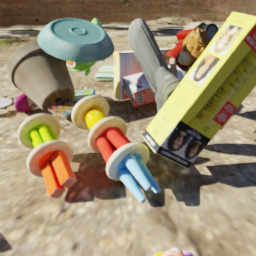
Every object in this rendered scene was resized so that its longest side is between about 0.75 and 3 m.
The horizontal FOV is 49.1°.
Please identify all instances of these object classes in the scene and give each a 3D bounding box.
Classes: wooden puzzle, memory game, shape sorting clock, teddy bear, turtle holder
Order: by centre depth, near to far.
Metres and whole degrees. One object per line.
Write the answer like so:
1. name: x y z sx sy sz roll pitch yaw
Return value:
1. teddy bear: 1.903 -1.127 6.967 0.844 2.527 1.832 -21 16 33
2. wooden puzzle: -1.902 -0.544 8.251 0.634 0.075 1.068 25 38 24
3. memory game: -4.826 -0.804 10.034 2.472 0.157 2.472 0 25 0
4. shape sorting clock: -1.761 -1.103 10.520 1.462 0.287 1.462 -2 29 1
5. turtle holder: -1.636 -3.102 10.667 1.960 1.392 1.489 -30 49 11

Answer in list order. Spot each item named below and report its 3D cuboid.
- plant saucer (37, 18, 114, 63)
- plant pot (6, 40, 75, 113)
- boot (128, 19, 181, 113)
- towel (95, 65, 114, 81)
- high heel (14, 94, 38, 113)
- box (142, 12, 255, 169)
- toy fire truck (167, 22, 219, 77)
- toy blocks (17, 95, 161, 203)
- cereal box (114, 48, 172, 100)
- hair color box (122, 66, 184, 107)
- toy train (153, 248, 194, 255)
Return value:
1. plant saucer: -1.521 -2.740 8.409 2.313 0.416 2.313 8 43 -7
2. plant pot: -2.583 -1.489 8.915 1.952 1.952 1.693 -20 64 -37
3. boot: 0.628 -1.220 6.717 0.773 1.937 2.130 -24 60 -15
4. towel: -0.571 -2.814 14.313 1.999 0.307 2.620 1 23 2
5. high heel: -3.138 -0.948 9.799 0.904 0.635 1.885 -5 10 14
6. box: 1.574 -0.632 5.417 1.092 2.901 0.727 29 14 -33
7. toy fire truck: 1.859 -1.677 8.142 2.243 1.974 1.443 -40 27 -12
8. toy blocks: -0.838 0.633 5.782 2.302 1.003 2.762 -23 46 -19
9. cereal box: 0.596 -2.099 10.751 2.426 1.745 0.479 -12 26 -28
10. hair color box: 0.951 -1.502 9.777 2.032 0.649 1.127 -16 40 -13
11. toy train: 0.457 2.049 3.237 2.122 0.590 1.594 -3 24 -8
